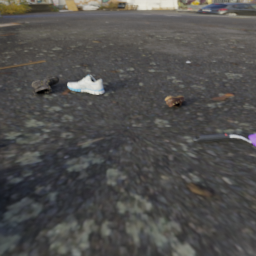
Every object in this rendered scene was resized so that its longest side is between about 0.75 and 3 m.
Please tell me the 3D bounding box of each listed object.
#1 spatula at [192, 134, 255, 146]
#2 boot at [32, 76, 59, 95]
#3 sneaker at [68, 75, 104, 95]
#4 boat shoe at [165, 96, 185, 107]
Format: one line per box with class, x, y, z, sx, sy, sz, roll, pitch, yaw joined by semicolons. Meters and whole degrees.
spatula;2.972;0.289;7.776;2.355;0.242;0.666;0;25;2
boot;-3.334;-1.702;11.558;1.255;0.434;1.092;-22;34;-20
sneaker;-1.717;-1.813;11.386;1.603;0.695;0.601;8;25;15
boat shoe;1.713;-0.908;10.006;1.081;0.380;0.380;-12;68;-47
